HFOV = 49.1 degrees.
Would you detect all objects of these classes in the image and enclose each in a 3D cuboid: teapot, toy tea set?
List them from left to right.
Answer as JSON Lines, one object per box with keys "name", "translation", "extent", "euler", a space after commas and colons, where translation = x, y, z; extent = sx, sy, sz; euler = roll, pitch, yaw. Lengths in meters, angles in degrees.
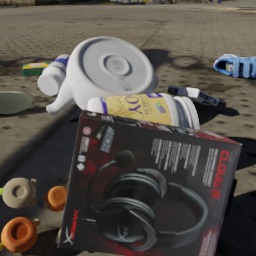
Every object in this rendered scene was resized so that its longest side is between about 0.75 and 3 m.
{"name": "toy tea set", "translation": [-1.162, 1.426, 4.479], "extent": [1.783, 0.660, 1.060], "euler": [10, 61, -18]}
{"name": "teapot", "translation": [-0.558, -1.187, 8.102], "extent": [2.617, 1.911, 2.583], "euler": [25, 53, -2]}

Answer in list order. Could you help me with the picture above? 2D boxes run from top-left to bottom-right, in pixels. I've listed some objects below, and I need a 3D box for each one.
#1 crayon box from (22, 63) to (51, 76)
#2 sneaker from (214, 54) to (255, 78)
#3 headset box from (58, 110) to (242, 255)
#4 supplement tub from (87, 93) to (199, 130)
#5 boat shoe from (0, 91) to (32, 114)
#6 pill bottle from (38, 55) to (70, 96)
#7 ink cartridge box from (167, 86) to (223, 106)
{"name": "crayon box", "translation": [-3.906, -2.531, 12.065], "extent": [1.151, 0.335, 0.684], "euler": [-7, 29, -13]}
{"name": "sneaker", "translation": [4.624, -2.480, 11.490], "extent": [0.978, 0.879, 2.377], "euler": [-22, 27, -33]}
{"name": "headset box", "translation": [0.352, 0.802, 3.879], "extent": [2.297, 1.709, 0.887], "euler": [11, 8, -7]}
{"name": "supplement tub", "translation": [0.255, 0.059, 5.968], "extent": [2.113, 1.536, 1.536], "euler": [-5, 29, -12]}
{"name": "boat shoe", "translation": [-4.004, -0.825, 8.454], "extent": [2.106, 0.756, 0.712], "euler": [-9, 34, -13]}
{"name": "pill bottle", "translation": [-2.481, -1.896, 10.039], "extent": [0.946, 0.946, 1.635], "euler": [8, 39, 14]}
{"name": "ink cartridge box", "translation": [2.093, -0.946, 8.687], "extent": [1.292, 0.280, 1.280], "euler": [15, 3, -36]}
